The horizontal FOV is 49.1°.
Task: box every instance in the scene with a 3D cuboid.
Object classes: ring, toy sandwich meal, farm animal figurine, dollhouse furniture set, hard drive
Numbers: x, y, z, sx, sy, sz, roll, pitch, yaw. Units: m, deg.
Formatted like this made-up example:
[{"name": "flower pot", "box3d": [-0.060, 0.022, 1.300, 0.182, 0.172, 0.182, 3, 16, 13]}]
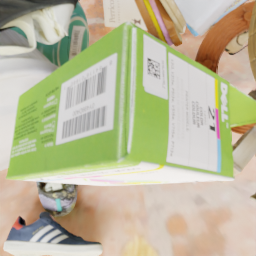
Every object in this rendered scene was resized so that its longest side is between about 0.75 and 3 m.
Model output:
[{"name": "ring", "box3d": [2.304, -0.955, 4.802, 2.326, 2.326, 0.223, 5, 16, 4]}, {"name": "toy sandwich meal", "box3d": [0.235, -1.319, 2.908, 0.379, 1.106, 1.106, -31, 48, 19]}, {"name": "farm animal figurine", "box3d": [2.777, -3.660, 9.198, 1.262, 2.027, 2.511, -38, 56, 5]}, {"name": "dollhouse furniture set", "box3d": [1.177, -0.228, 4.521, 1.999, 1.704, 0.976, 43, 68, 12]}, {"name": "hard drive", "box3d": [1.769, -3.213, 5.157, 2.605, 0.342, 1.718, -46, 55, 20]}]

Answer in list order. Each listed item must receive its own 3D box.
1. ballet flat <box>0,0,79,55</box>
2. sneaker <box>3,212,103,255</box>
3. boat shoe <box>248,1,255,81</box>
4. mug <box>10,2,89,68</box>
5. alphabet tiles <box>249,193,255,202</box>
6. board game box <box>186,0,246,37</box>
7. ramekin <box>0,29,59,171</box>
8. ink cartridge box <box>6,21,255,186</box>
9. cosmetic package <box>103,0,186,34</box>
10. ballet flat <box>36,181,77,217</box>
[{"name": "ballet flat", "box3d": [-1.219, -1.315, 3.386, 0.720, 0.724, 2.117, -7, 24, 45]}, {"name": "sneaker", "box3d": [-1.337, 1.955, 5.170, 1.791, 0.671, 0.757, 3, 54, 3]}, {"name": "boat shoe", "box3d": [1.971, -0.502, 2.875, 0.959, 0.980, 2.768, 9, 76, -30]}, {"name": "mug", "box3d": [-1.785, -1.926, 5.543, 1.569, 2.538, 2.085, 20, 71, 14]}, {"name": "alphabet tiles", "box3d": [2.473, 1.189, 3.902, 1.337, 0.042, 1.112, 22, 18, 41]}, {"name": "board game box", "box3d": [2.035, -3.885, 6.582, 2.482, 2.430, 0.693, -33, 46, 16]}, {"name": "ramekin", "box3d": [-2.173, -0.345, 4.140, 2.608, 2.608, 1.215, -29, 74, -22]}, {"name": "ink cartridge box", "box3d": [0.335, 0.171, 3.273, 2.682, 1.982, 1.016, 16, 69, -39]}, {"name": "cosmetic package", "box3d": [0.763, -5.213, 10.031, 2.998, 2.471, 2.473, 7, 51, 7]}, {"name": "ballet flat", "box3d": [-1.634, 0.585, 6.190, 0.944, 0.944, 2.624, -13, 51, -11]}]
